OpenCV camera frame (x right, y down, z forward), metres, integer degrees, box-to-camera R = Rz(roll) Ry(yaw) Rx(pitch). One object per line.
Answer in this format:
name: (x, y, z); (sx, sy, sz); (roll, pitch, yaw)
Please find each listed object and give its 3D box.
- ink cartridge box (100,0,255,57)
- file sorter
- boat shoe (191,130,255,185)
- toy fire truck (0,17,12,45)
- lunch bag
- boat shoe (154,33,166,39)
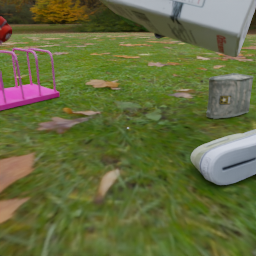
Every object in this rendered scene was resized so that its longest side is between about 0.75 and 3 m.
ink cartridge box: (1.124, -2.573, 5.814); (2.832, 1.176, 2.076); (23, 11, 16)
file sorter: (-3.905, -1.699, 9.158); (1.788, 1.614, 2.573); (19, 29, 39)
boat shoe: (2.371, 0.347, 5.117); (2.547, 0.917, 0.790); (-8, 19, -16)
toy fire truck: (-3.606, -2.338, 7.452); (0.715, 1.275, 1.071); (35, -7, -9)
lunch bag: (2.773, -0.898, 7.848); (1.348, 1.106, 0.793); (-14, 24, -30)
boat shoe: (1.035, -3.347, 7.472); (0.682, 2.394, 0.800); (-32, 63, -10)
